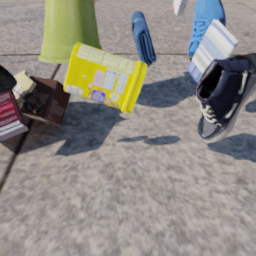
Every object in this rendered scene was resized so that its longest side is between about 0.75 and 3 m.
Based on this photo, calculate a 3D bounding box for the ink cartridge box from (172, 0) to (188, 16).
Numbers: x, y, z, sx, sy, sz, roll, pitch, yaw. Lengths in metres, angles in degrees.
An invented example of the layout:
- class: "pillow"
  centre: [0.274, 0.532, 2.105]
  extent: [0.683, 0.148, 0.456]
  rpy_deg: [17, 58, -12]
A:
- class: "ink cartridge box"
  centre: [1.908, -4.595, 10.141]
  extent: [0.294, 0.870, 0.507]
  rpy_deg: [-8, 61, -13]

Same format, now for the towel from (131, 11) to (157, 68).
- class: "towel"
  centre: [0.560, -3.694, 11.400]
  extent: [0.685, 1.576, 2.823]
  rpy_deg: [-15, 34, 9]

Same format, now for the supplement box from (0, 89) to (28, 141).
- class: "supplement box"
  centre: [-3.805, -0.515, 8.575]
  extent: [0.878, 0.491, 1.614]
  rpy_deg: [-23, 77, -8]

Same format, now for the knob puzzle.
- class: "knob puzzle"
  centre: [-4.368, -0.776, 10.246]
  extent: [3.193, 0.443, 3.193]
  rpy_deg: [-26, 48, 34]

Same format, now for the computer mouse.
- class: "computer mouse"
  centre: [-3.010, -0.926, 7.343]
  extent: [0.688, 2.346, 0.399]
  rpy_deg: [-36, 57, 3]

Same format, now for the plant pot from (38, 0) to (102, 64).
- class: "plant pot"
  centre: [-2.048, -3.628, 10.107]
  extent: [2.471, 2.271, 2.471]
  rpy_deg: [1, 21, -1]

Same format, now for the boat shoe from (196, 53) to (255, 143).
- class: "boat shoe"
  centre: [2.082, -0.598, 6.888]
  extent: [1.307, 2.820, 1.053]
  rpy_deg: [-7, 50, -23]

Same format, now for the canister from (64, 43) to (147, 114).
- class: "canister"
  centre: [-0.537, -1.146, 6.482]
  extent: [1.661, 1.234, 0.719]
  rpy_deg: [17, 27, -7]

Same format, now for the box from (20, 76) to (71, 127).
- class: "box"
  centre: [-3.096, -0.984, 10.531]
  extent: [1.230, 1.217, 1.483]
  rpy_deg: [14, 81, 18]

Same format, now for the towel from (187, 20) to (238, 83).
- class: "towel"
  centre: [2.351, -2.037, 7.988]
  extent: [0.203, 1.704, 1.251]
  rpy_deg: [1, 45, -26]

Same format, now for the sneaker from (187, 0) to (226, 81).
- class: "sneaker"
  centre: [2.525, -2.987, 9.346]
  extent: [1.156, 2.949, 0.972]
  rpy_deg: [-24, 29, -35]
